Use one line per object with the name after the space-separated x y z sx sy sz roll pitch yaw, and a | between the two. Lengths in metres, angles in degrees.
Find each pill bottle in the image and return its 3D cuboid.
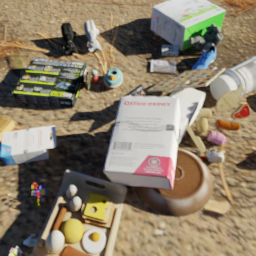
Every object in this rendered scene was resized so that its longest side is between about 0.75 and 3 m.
4.628 -1.977 11.652 2.305 1.311 1.311 -27 55 -21 | pill bottle

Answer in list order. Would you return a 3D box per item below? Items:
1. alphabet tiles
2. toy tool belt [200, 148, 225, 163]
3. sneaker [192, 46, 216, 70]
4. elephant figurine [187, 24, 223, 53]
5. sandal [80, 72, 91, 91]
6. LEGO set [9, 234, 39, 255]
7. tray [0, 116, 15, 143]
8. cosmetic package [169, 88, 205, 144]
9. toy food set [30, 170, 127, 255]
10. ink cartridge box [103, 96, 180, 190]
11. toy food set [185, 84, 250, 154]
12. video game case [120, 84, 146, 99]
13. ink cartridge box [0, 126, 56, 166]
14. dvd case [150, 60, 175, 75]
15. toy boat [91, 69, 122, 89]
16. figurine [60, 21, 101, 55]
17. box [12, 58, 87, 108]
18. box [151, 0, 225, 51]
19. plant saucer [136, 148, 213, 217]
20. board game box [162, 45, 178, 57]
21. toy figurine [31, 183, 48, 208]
2.458 -1.999 11.332 2.388 0.108 2.856 -1 22 36 | alphabet tiles
2.943 0.932 9.727 0.778 0.486 0.478 3 43 25 | toy tool belt
3.532 -3.142 13.013 0.644 0.766 1.953 29 57 20 | sneaker
3.692 -4.229 13.788 1.680 1.303 1.188 -36 18 3 | elephant figurine
-1.807 -1.963 11.799 0.422 0.632 1.548 5 27 -8 | sandal
-2.544 3.879 6.893 1.156 0.935 2.513 -9 50 -9 | LEGO set
-5.291 0.431 10.186 1.102 0.414 2.234 17 51 13 | tray
1.934 -0.585 10.702 1.178 0.929 2.190 26 54 22 | cosmetic package
-1.241 2.553 7.707 2.033 0.856 2.833 16 43 0 | toy food set
0.543 0.411 8.923 1.969 1.147 2.721 3 60 17 | ink cartridge box
3.349 -0.252 10.152 2.547 0.401 1.619 -32 96 -4 | toy food set
0.271 -1.080 10.877 0.990 0.895 0.126 -36 44 -8 | video game case
-3.428 0.610 9.890 1.850 0.617 1.071 -8 50 -7 | ink cartridge box
1.637 -2.869 13.203 1.193 0.095 0.887 4 50 4 | dvd case
-0.932 -2.218 12.282 1.372 0.638 1.153 1 50 -1 | toy boat
-2.374 -4.476 14.217 1.955 0.841 1.907 -8 58 -8 | figurine
-3.296 -2.024 12.166 2.571 0.611 2.483 6 52 4 | box
3.075 -5.687 14.736 2.885 1.395 2.546 -30 56 -23 | box
1.512 1.580 9.179 2.594 0.474 2.594 0 50 0 | plant saucer
2.080 -3.845 13.931 0.801 0.257 0.591 5 49 2 | board game box
-2.703 2.080 8.751 0.408 0.774 0.463 -9 -4 44 | toy figurine
